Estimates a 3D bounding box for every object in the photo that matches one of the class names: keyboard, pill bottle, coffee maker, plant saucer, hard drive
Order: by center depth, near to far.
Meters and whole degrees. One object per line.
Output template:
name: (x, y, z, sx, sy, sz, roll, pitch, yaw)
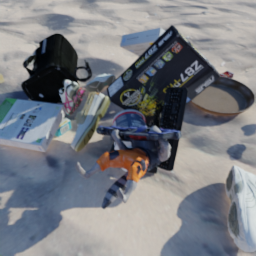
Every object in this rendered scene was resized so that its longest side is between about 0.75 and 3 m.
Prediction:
keyboard: (1.061, -0.026, 8.577, 0.499, 2.520, 1.312, 11, 0, -31)
pill bottle: (0.114, 0.422, 8.881, 1.122, 1.122, 1.877, -4, 46, -5)
hard drive: (0.400, 0.489, 10.075, 1.711, 0.403, 2.452, 9, 41, 11)
coffee maker: (-2.785, -2.467, 11.543, 2.698, 1.892, 2.809, -8, 44, -1)
plant saucer: (3.972, -1.378, 12.277, 2.950, 0.473, 2.950, -1, 40, 1)

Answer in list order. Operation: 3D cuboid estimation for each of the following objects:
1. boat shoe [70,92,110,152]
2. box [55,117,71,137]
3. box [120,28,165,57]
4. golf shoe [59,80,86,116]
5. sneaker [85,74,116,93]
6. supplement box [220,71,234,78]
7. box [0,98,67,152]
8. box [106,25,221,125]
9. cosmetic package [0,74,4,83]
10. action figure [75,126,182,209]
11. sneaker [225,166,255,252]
boat shoe: (-1.483, -0.246, 9.972, 0.777, 0.849, 2.271, 26, 71, 7)
box: (-3.111, -0.291, 11.014, 1.733, 0.426, 0.713, 26, 47, 27)
box: (1.414, -3.356, 12.210, 2.865, 0.590, 2.233, 13, -2, -42)
golf shoe: (-2.167, -1.147, 10.507, 0.883, 1.917, 0.696, 36, 58, -2)
sneaker: (-1.394, -2.087, 13.097, 0.708, 0.621, 1.766, 24, 38, 35)
supplement box: (4.820, -2.548, 13.859, 0.787, 0.240, 0.428, -29, 48, -28)
box: (-3.848, -0.177, 10.357, 2.641, 0.480, 1.906, 9, 55, 16)
box: (1.131, -1.484, 9.189, 2.387, 2.961, 0.727, 29, 33, -38)
cosmetic package: (-6.607, -2.275, 13.408, 0.581, 0.392, 1.104, 30, 48, 31)
action figure: (-0.029, 0.752, 7.379, 2.748, 1.437, 2.659, 8, 29, 46)
sneaker: (3.452, 2.138, 7.649, 1.316, 1.032, 2.648, 11, 42, 8)
